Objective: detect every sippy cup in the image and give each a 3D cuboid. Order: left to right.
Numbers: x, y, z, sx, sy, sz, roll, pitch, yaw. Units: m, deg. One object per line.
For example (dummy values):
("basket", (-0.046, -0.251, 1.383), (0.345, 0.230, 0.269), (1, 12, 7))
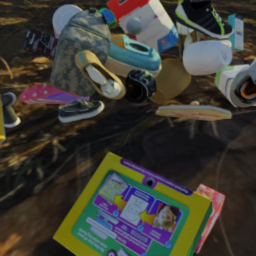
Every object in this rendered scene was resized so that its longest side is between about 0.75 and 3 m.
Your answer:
("sippy cup", (-0.955, -4.270, 11.180), (0.885, 0.648, 0.695), (49, 54, -3))

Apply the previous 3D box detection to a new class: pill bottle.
("pill bottle", (-2.444, -4.028, 11.968), (1.359, 1.359, 2.426), (-8, -4, -11))

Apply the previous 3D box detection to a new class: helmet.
("helmet", (0.326, -1.170, 7.884), (0.978, 0.978, 0.932), (12, 32, 16))

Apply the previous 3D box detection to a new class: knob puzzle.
("knob puzzle", (1.700, -0.469, 7.041), (2.085, 0.289, 2.085), (6, -4, 0))

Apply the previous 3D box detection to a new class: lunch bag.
("lunch bag", (-1.256, -2.082, 7.720), (1.343, 1.928, 1.617), (14, 50, -14))

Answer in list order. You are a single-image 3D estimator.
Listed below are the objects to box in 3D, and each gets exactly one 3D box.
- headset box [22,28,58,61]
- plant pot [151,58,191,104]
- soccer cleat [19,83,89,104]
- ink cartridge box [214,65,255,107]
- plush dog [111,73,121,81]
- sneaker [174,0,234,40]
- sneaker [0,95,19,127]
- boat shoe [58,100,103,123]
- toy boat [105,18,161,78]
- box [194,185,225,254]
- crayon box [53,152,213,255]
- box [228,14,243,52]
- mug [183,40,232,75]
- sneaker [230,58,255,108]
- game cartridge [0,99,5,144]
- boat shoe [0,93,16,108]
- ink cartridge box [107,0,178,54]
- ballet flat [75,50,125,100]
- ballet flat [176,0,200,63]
("headset box", (-2.467, -2.579, 9.196), (1.720, 0.645, 1.278), (16, 5, -28))
("plant pot", (1.650, -1.900, 12.380), (1.645, 1.645, 1.765), (20, 52, 26))
("soccer cleat", (-2.390, -1.032, 9.127), (2.251, 0.861, 0.751), (-11, 44, 6))
("ink cartridge box", (5.207, -1.949, 12.768), (1.660, 0.958, 2.281), (-5, 36, -6))
("plush dog", (-0.696, -2.129, 13.496), (0.686, 0.641, 0.799), (19, 67, 2))
("sneaker", (2.522, -3.519, 8.888), (2.174, 0.900, 0.779), (13, 50, -14))
("sneaker", (-5.482, -0.825, 11.032), (2.409, 1.195, 0.852), (10, 39, 16))
("boat shoe", (-1.887, -0.799, 11.415), (1.955, 0.693, 0.705), (-22, 42, -28))
("toy boat", (0.017, -2.788, 9.570), (2.413, 1.334, 2.870), (16, 34, -7))
("box", (1.809, 2.271, 7.136), (0.719, 0.750, 1.505), (23, 41, 29))
("crayon box", (0.123, 2.200, 6.412), (2.806, 0.818, 2.421), (22, 69, 28))
("box", (4.382, -3.860, 11.428), (0.568, 1.380, 0.339), (2, -2, -35))
("mug", (2.842, -2.493, 9.469), (1.520, 1.122, 1.333), (-45, 27, -22))
("sneaker", (3.444, -1.166, 7.977), (1.101, 2.979, 1.181), (44, 84, 11))
("game cartridge", (-3.748, -0.095, 6.832), (1.801, 0.331, 2.043), (-36, 58, 20))
("boat shoe", (-3.473, -0.643, 7.509), (0.930, 0.347, 0.431), (-22, 14, 23))
("ink cartridge box", (0.673, -4.596, 12.000), (1.718, 2.957, 0.994), (-18, 32, 39))
("ballet flat", (-0.569, -1.018, 6.243), (0.571, 1.663, 0.524), (-38, 46, 13))
("ballet flat", (2.547, -3.851, 11.805), (1.042, 2.898, 1.042), (-11, 28, 6))
